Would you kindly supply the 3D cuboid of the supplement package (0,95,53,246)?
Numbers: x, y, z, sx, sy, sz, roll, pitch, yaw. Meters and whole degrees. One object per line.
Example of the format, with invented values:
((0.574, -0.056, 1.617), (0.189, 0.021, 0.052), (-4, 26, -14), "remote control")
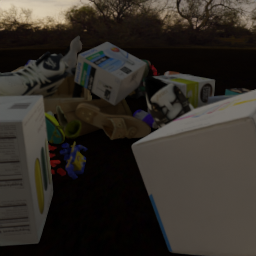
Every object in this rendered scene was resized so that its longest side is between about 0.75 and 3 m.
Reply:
((-2.001, 0.570, 4.220), (1.391, 1.846, 1.401), (-2, 20, -5), "supplement package")

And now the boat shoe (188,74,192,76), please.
((2.100, -2.093, 13.373), (2.590, 0.733, 0.889), (-14, 24, -34), "boat shoe")

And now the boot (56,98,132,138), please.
((-1.140, -0.752, 8.523), (2.195, 0.726, 1.922), (-13, 60, -35), "boot")

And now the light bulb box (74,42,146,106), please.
((-0.492, -1.549, 7.777), (1.411, 0.881, 1.399), (32, 42, 13), "light bulb box")

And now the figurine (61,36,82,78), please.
((-2.534, -2.957, 11.936), (0.746, 1.690, 1.732), (24, -14, -22), "figurine")

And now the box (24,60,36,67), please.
((-5.195, -3.062, 15.335), (1.255, 1.155, 0.659), (19, -18, 40), "box")

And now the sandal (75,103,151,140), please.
((-0.452, 0.022, 7.344), (2.058, 0.755, 0.677), (20, 43, -4), "sandal")

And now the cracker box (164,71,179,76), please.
((1.642, -1.670, 11.052), (0.436, 1.014, 1.513), (8, 9, 1), "cracker box")

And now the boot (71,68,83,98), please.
((-2.021, -1.681, 10.943), (0.418, 1.273, 1.049), (22, 16, 12), "boot")

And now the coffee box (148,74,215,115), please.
((1.613, -0.811, 8.668), (1.445, 1.459, 1.461), (-13, 23, -33), "coffee box")

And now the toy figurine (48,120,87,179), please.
((-1.190, 0.594, 5.810), (0.713, 0.810, 1.352), (-15, 43, 19), "toy figurine")

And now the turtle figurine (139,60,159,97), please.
((0.092, -2.222, 11.755), (2.779, 1.399, 2.080), (-32, 75, -33), "turtle figurine")

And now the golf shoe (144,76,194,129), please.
((1.062, -0.204, 6.397), (1.099, 1.336, 2.828), (-38, 41, 3), "golf shoe")

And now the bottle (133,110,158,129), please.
((0.562, -0.252, 8.558), (0.402, 0.314, 0.962), (-42, 41, -15), "bottle")

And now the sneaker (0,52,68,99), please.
((-2.933, -1.717, 8.892), (1.145, 1.867, 2.869), (54, 23, 12), "sneaker")

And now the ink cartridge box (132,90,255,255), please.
((1.584, 0.458, 4.244), (1.592, 1.635, 2.543), (-17, 5, 38), "ink cartridge box")

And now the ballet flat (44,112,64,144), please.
((-2.460, -0.297, 7.596), (2.034, 0.680, 0.682), (27, 34, 8), "ballet flat")

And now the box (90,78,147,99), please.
((-0.161, -2.044, 13.471), (2.496, 0.625, 2.515), (9, 22, 26), "box")

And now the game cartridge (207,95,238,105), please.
((2.647, -0.727, 7.425), (0.992, 0.301, 1.488), (-5, 5, 27), "game cartridge")

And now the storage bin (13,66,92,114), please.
((-2.902, -1.472, 10.657), (2.904, 1.361, 2.884), (-1, 21, -4), "storage bin")

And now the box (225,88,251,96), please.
((4.746, -1.051, 10.755), (0.889, 0.531, 2.160), (-6, 21, -17), "box")
